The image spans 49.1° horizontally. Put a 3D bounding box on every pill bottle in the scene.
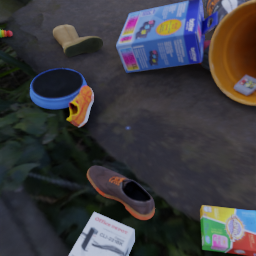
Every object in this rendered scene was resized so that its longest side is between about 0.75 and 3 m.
[{"bbox_3d":[3.939,-4.582,11.058,1.382,1.382,2.602,0,44,0],"label":"pill bottle"}]

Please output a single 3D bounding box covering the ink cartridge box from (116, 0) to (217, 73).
[{"bbox_3d":[1.330,-2.958,8.914,2.939,1.122,2.005,-2,50,21],"label":"ink cartridge box"}]

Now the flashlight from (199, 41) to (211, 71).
[{"bbox_3d":[2.209,-2.945,9.789,0.960,0.956,2.825,-49,49,8],"label":"flashlight"}]

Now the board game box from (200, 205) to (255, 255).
[{"bbox_3d":[1.948,1.940,5.325,1.073,0.216,0.821,5,45,5],"label":"board game box"}]

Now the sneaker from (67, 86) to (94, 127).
[{"bbox_3d":[-1.288,-0.687,7.572,0.521,0.550,1.427,-30,38,32],"label":"sneaker"}]

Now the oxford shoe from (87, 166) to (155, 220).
[{"bbox_3d":[-0.162,1.172,5.807,1.714,0.622,0.610,27,51,24],"label":"oxford shoe"}]

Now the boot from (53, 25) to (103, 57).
[{"bbox_3d":[-1.913,-3.403,10.466,1.504,0.568,1.718,-16,46,-16],"label":"boot"}]

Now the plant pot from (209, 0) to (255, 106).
[{"bbox_3d":[4.139,-2.196,8.022,2.457,2.684,2.684,-20,46,-40],"label":"plant pot"}]

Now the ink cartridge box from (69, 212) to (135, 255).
[{"bbox_3d":[-0.486,2.196,4.872,0.842,0.489,1.167,18,47,17],"label":"ink cartridge box"}]

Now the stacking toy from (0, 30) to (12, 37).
[{"bbox_3d":[-4.950,-3.662,10.918,0.829,0.354,0.354,-4,45,-12],"label":"stacking toy"}]

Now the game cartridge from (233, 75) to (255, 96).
[{"bbox_3d":[3.501,-1.248,8.200,0.507,0.156,0.762,36,58,23],"label":"game cartridge"}]

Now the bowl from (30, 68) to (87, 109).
[{"bbox_3d":[-2.101,-1.240,8.444,1.696,0.333,1.696,0,44,0],"label":"bowl"}]
